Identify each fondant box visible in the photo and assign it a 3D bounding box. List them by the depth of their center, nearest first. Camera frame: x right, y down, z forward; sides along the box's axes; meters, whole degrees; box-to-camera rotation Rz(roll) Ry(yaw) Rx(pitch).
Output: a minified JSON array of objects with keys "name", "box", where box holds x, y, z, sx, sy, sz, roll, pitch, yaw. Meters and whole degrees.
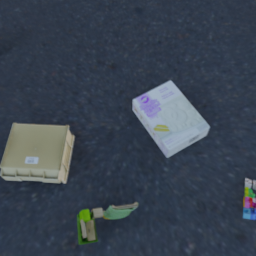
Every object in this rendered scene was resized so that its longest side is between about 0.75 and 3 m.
[{"name":"fondant box","box":[1.389,-0.345,9.529,1.620,0.654,2.246,-28,63,-12]}]

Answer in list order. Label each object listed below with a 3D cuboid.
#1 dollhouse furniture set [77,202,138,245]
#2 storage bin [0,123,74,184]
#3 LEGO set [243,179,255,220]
[{"name":"dollhouse furniture set","box":[-0.516,2.547,7.463,1.543,1.011,0.775,-2,66,-22]},{"name":"storage bin","box":[-2.792,0.826,8.785,1.825,0.855,1.812,3,61,1]},{"name":"LEGO set","box":[3.640,2.083,7.853,0.727,1.772,0.676,6,104,21]}]
